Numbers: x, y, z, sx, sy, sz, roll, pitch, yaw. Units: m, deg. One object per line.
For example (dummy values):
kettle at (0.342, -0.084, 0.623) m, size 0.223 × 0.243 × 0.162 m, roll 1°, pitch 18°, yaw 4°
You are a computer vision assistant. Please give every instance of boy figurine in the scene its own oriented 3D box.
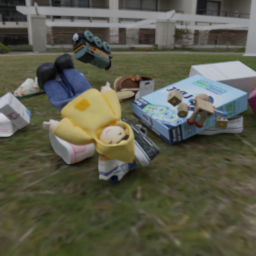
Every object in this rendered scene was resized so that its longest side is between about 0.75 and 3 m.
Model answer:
boy figurine at (-0.836, -0.279, 5.451) m, size 1.591 × 0.825 × 2.559 m, roll -31°, pitch 64°, yaw -21°

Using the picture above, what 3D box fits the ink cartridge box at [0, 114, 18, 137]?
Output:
ink cartridge box at (-3.926, -0.113, 8.913) m, size 0.736 × 0.426 × 1.263 m, roll -1°, pitch 19°, yaw -2°

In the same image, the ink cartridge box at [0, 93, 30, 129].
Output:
ink cartridge box at (-3.507, -0.528, 8.647) m, size 0.393 × 0.930 × 0.672 m, roll -29°, pitch 39°, yaw 7°

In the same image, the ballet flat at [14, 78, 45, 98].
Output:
ballet flat at (-4.781, -2.147, 14.354) m, size 0.975 × 0.824 × 2.579 m, roll 8°, pitch 21°, yaw 30°

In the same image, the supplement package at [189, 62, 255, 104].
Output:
supplement package at (3.684, -1.672, 11.089) m, size 2.322 × 1.362 × 1.357 m, roll -10°, pitch 39°, yaw -19°

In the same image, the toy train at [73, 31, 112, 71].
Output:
toy train at (-2.066, -4.484, 16.706) m, size 1.270 × 1.699 × 2.981 m, roll -18°, pitch -20°, yaw 32°

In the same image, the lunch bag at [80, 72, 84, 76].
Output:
lunch bag at (-2.066, -1.701, 11.812) m, size 0.848 × 1.131 × 1.330 m, roll -32°, pitch 13°, yaw -21°

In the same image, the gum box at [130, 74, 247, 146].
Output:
gum box at (1.841, -0.720, 8.920) m, size 2.798 × 0.623 × 2.377 m, roll -24°, pitch 32°, yaw -15°

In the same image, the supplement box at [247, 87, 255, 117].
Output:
supplement box at (4.854, -0.878, 9.624) m, size 0.903 × 1.163 × 2.108 m, roll -26°, pitch 3°, yaw 33°

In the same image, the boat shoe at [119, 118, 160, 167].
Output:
boat shoe at (0.185, 0.218, 6.362) m, size 0.575 × 0.585 × 1.622 m, roll -34°, pitch 48°, yaw -5°

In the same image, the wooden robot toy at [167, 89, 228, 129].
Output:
wooden robot toy at (1.836, -0.578, 7.460) m, size 1.810 × 0.797 × 0.821 m, roll 20°, pitch 46°, yaw -10°

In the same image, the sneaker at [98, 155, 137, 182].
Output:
sneaker at (-0.243, 0.884, 5.990) m, size 0.456 × 0.534 × 1.212 m, roll 2°, pitch -7°, yaw 35°

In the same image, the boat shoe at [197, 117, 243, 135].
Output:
boat shoe at (2.789, -0.139, 8.795) m, size 1.631 × 0.545 × 0.600 m, roll -3°, pitch 19°, yaw -9°

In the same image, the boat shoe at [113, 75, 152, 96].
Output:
boat shoe at (0.295, -2.112, 13.549) m, size 0.980 × 1.045 × 2.902 m, roll -13°, pitch 8°, yaw 31°

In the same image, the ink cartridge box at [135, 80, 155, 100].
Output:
ink cartridge box at (0.712, -1.520, 12.068) m, size 0.866 × 1.076 × 0.269 m, roll -15°, pitch 27°, yaw -38°

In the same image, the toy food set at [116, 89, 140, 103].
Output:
toy food set at (-0.228, -1.011, 9.337) m, size 0.901 × 0.262 × 1.306 m, roll 5°, pitch 25°, yaw 38°

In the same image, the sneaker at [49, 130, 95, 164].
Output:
sneaker at (-1.432, 0.352, 7.222) m, size 0.861 × 0.620 × 1.647 m, roll -16°, pitch 30°, yaw -30°
